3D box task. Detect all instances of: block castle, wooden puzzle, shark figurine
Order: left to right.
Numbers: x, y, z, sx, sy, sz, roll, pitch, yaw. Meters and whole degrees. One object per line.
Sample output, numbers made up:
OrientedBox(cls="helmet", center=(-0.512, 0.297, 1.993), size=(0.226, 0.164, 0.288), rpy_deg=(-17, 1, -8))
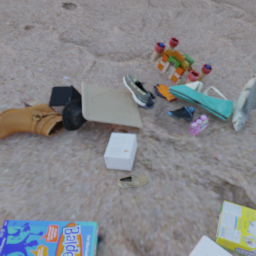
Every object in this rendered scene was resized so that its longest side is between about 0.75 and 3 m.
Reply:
OrientedBox(cls="wooden puzzle", center=(-0.723, -0.894, 11.655), size=(2.544, 0.474, 2.353), rpy_deg=(12, 39, -20))
OrientedBox(cls="block castle", center=(2.546, -3.195, 13.349), size=(2.650, 1.243, 1.771), rpy_deg=(45, 48, 16))
OrientedBox(cls="shark figurine", center=(5.164, -1.314, 11.262), size=(1.218, 2.918, 1.744), rpy_deg=(20, 26, -1))

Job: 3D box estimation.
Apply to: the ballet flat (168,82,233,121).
OrientedBox(cls="ballet flat", center=(3.166, -1.385, 12.067), size=(2.947, 0.992, 1.037), rpy_deg=(31, 96, 27))

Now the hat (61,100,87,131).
OrientedBox(cls="hat", center=(-1.907, -0.448, 10.930), size=(0.568, 1.408, 1.408), rpy_deg=(13, 44, 32))

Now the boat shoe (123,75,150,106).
OrientedBox(cls="boat shoe", center=(0.377, -1.757, 12.099), size=(0.687, 0.575, 1.923), rpy_deg=(14, 35, -40))

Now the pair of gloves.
OrientedBox(cls="pair of gloves", center=(1.246, -1.571, 12.940), size=(1.670, 0.206, 1.487), rpy_deg=(-15, 44, -19))

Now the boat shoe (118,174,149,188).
OrientedBox(cls="boat shoe", center=(0.191, 1.758, 9.401), size=(1.068, 0.344, 0.380), rpy_deg=(-11, 45, -12))

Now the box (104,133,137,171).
OrientedBox(cls="box", center=(-0.247, 0.843, 10.088), size=(0.919, 0.642, 1.206), rpy_deg=(4, 44, 13))

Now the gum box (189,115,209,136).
OrientedBox(cls="gum box", center=(2.837, -0.111, 11.254), size=(0.860, 0.488, 0.284), rpy_deg=(-32, 48, -29))

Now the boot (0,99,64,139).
OrientedBox(cls="boot", center=(-3.862, -0.096, 10.942), size=(2.039, 0.971, 2.635), rpy_deg=(28, 53, 22))

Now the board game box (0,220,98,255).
OrientedBox(cls="board game box", center=(-2.217, 3.504, 7.376), size=(2.655, 0.597, 2.019), rpy_deg=(1, 44, 1))

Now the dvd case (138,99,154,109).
OrientedBox(cls="dvd case", center=(0.841, -1.200, 12.713), size=(0.661, 0.071, 0.889), rpy_deg=(6, 43, 6))

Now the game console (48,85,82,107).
OrientedBox(cls="game console", center=(-2.659, -1.159, 12.180), size=(0.820, 1.240, 1.410), rpy_deg=(-26, 41, 19))

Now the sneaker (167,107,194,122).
OrientedBox(cls="sneaker", center=(2.149, -0.631, 11.399), size=(1.371, 0.562, 0.502), rpy_deg=(4, 19, -39))

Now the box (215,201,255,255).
OrientedBox(cls="box", center=(3.722, 3.038, 7.933), size=(2.240, 0.542, 1.314), rpy_deg=(14, 45, 18))

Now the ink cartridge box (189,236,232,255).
OrientedBox(cls="ink cartridge box", center=(1.502, 4.188, 5.592), size=(2.039, 2.049, 2.793), rpy_deg=(31, 52, 29))
